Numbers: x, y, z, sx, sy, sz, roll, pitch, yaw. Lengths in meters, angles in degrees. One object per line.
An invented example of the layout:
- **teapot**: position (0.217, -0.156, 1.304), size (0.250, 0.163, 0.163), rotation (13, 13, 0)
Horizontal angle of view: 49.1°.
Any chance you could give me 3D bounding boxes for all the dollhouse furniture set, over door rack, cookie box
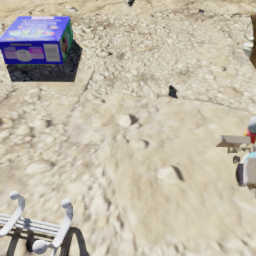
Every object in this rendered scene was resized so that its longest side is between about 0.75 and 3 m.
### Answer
- **dollhouse furniture set**: position (1.500, 0.576, 4.021), size (0.428, 0.748, 0.877), rotation (4, 72, 2)
- **over door rack**: position (-2.223, 2.043, 3.931), size (2.115, 0.954, 2.863), rotation (7, 41, 9)
- **cookie box**: position (-3.213, -3.242, 10.196), size (2.067, 0.908, 2.417), rotation (0, 40, 0)

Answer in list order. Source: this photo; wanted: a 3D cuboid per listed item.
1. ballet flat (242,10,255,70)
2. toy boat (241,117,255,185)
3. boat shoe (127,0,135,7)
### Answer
- **ballet flat**: position (2.053, -1.397, 4.501), size (0.399, 1.103, 0.374), rotation (25, 63, 33)
- **toy boat**: position (2.902, 0.518, 5.857), size (1.396, 0.772, 1.661), rotation (-6, 41, -7)
- **boat shoe**: position (0.097, -4.160, 8.902), size (0.235, 0.276, 0.824), rotation (-25, 51, 29)
